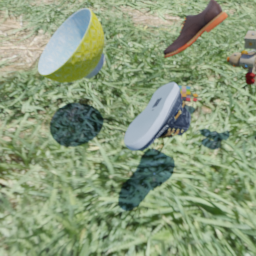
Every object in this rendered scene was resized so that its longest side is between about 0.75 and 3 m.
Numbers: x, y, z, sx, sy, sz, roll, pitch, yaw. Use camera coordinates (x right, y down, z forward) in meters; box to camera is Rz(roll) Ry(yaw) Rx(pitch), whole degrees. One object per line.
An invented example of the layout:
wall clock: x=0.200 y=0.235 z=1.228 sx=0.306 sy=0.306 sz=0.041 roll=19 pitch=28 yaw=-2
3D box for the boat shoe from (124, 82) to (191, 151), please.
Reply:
boat shoe: x=0.963 y=-0.049 z=7.483 sx=0.970 sy=1.244 sz=2.741 roll=-15 pitch=27 yaw=42

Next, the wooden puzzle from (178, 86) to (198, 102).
wooden puzzle: x=2.337 y=-1.568 z=12.646 sx=1.635 sy=0.115 sz=0.969 roll=5 pitch=46 yaw=5

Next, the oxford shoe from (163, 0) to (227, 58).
oxford shoe: x=2.051 y=-3.264 z=9.390 sx=0.862 sy=2.376 sz=0.846 roll=51 pitch=24 yaw=-9

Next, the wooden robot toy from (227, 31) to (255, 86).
wooden robot toy: x=3.394 y=-1.947 z=8.352 sx=0.989 sy=2.180 sz=0.961 roll=18 pitch=77 yaw=30

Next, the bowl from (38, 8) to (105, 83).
bowl: x=-1.585 y=-2.380 z=9.088 sx=2.554 sy=1.374 sz=2.554 roll=-26 pitch=46 yaw=31
